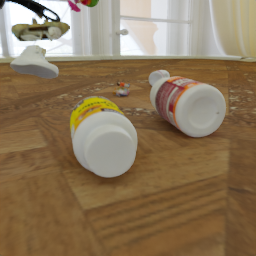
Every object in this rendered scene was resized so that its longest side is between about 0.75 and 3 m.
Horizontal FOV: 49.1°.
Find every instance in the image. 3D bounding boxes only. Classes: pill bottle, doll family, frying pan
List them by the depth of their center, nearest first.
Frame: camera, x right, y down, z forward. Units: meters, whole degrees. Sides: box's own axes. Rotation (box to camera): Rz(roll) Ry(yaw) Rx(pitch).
[{"bbox_3d":[-2.466,-2.351,4.995,1.383,2.286,0.372,-37,13,28],"label":"frying pan"},{"bbox_3d":[-0.568,0.132,6.022,1.278,1.278,2.340,-4,18,-13],"label":"pill bottle"},{"bbox_3d":[1.653,-0.787,8.585,1.457,1.457,2.660,-4,18,-14],"label":"pill bottle"},{"bbox_3d":[-0.348,-1.733,13.312,0.719,0.522,1.159,8,36,1],"label":"doll family"},{"bbox_3d":[1.820,-2.867,16.038,0.845,0.845,1.491,8,19,23],"label":"pill bottle"}]

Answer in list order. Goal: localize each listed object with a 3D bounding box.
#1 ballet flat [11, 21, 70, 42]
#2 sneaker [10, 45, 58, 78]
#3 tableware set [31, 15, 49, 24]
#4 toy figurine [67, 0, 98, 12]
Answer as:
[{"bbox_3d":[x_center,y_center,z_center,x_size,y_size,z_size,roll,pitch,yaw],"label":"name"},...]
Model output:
[{"bbox_3d":[-2.658,-2.952,8.735,1.805,0.638,0.638,-10,20,-24],"label":"ballet flat"},{"bbox_3d":[-2.568,-2.005,8.141,1.622,0.598,0.937,14,64,22],"label":"sneaker"},{"bbox_3d":[-2.841,-3.422,9.181,0.095,0.681,0.816,3,-21,25],"label":"tableware set"},{"bbox_3d":[-1.397,-3.854,8.241,0.751,1.000,0.920,30,53,3],"label":"toy figurine"}]
